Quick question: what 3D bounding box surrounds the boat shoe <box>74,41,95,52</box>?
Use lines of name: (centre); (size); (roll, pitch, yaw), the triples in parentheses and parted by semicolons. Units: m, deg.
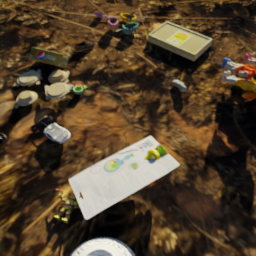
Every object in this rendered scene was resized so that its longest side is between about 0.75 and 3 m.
boat shoe: (-1.848, -3.525, 11.946); (0.946, 0.333, 0.333); (-28, 53, -23)

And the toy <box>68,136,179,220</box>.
toy: (-0.099, 1.334, 7.421); (2.631, 0.621, 1.515); (-30, 38, -10)

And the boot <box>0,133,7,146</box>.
boot: (-5.149, 0.416, 8.258); (2.424, 0.839, 2.111); (-39, 65, -23)

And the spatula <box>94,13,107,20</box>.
spatula: (-1.088, -5.330, 13.587); (1.181, 0.334, 0.121); (27, 87, 13)

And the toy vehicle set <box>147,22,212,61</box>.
toy vehicle set: (2.231, -3.829, 12.205); (2.395, 0.318, 1.488); (33, 57, 25)

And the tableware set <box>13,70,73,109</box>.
tableware set: (-3.105, -1.525, 10.186); (2.261, 0.262, 1.889); (-7, 45, 1)

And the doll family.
doll family: (4.554, -1.734, 10.036); (2.840, 1.280, 1.763); (-22, 43, -40)

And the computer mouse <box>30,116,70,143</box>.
computer mouse: (-2.374, 0.135, 8.816); (1.410, 0.309, 0.773); (31, 57, 28)

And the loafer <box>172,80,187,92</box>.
loafer: (1.921, -1.564, 10.230); (0.268, 0.268, 0.768); (-24, 42, -15)

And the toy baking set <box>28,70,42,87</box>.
toy baking set: (-3.687, -1.938, 10.710); (0.791, 0.120, 1.030); (37, 59, 27)

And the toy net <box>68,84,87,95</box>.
toy net: (-2.127, -1.521, 10.288); (1.123, 0.217, 0.589); (14, 51, 13)

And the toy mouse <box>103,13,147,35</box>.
toy mouse: (-0.287, -4.694, 12.852); (2.045, 0.396, 1.817); (12, 49, 6)

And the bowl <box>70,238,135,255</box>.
bowl: (-0.594, 3.077, 5.914); (1.806, 0.848, 1.806); (0, 48, 0)

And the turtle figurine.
turtle figurine: (-1.575, 2.004, 7.196); (0.946, 0.305, 0.763); (19, 59, 13)

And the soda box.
soda box: (-3.135, -2.791, 11.103); (1.427, 0.483, 0.457); (16, 8, 13)
